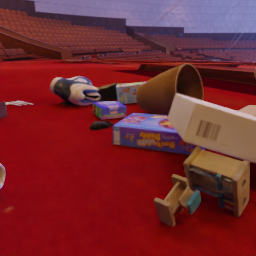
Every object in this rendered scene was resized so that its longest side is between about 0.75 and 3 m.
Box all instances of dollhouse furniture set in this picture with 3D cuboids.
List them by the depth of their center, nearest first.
[{"bbox_3d":[1.161,1.081,4.231,0.866,0.861,1.228,16,47,40],"label":"dollhouse furniture set"}]

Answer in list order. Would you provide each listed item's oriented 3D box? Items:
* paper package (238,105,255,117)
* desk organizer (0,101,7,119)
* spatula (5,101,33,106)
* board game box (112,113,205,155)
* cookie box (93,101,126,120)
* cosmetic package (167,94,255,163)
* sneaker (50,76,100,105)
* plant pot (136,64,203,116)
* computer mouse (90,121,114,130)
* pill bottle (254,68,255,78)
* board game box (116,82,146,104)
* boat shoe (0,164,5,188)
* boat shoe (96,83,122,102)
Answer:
[{"bbox_3d":[3.849,-0.063,7.675,1.583,0.819,1.509,11,20,36],"label":"paper package"},{"bbox_3d":[-4.785,-0.535,9.706,0.511,0.549,1.425,1,17,4],"label":"desk organizer"},{"bbox_3d":[-4.819,-1.066,12.327,1.183,0.095,0.822,12,15,33],"label":"spatula"},{"bbox_3d":[0.951,0.099,7.631,2.334,0.523,1.569,7,18,21],"label":"board game box"},{"bbox_3d":[-0.698,-0.667,10.252,0.958,0.421,1.120,-6,17,-21],"label":"cookie box"},{"bbox_3d":[2.380,0.113,5.624,2.912,0.752,2.196,17,9,-3],"label":"cosmetic package"},{"bbox_3d":[-1.920,-1.568,12.649,2.024,1.114,2.764,24,16,23],"label":"sneaker"},{"bbox_3d":[1.366,-1.214,10.158,2.048,1.908,1.908,-1,12,41],"label":"plant pot"},{"bbox_3d":[-0.861,-0.121,8.918,0.812,0.214,0.563,-13,22,-37],"label":"computer mouse"},{"bbox_3d":[10.336,-3.954,19.805,1.274,1.274,2.301,-16,23,-42],"label":"pill bottle"},{"bbox_3d":[0.257,-1.573,12.489,1.520,0.797,0.783,-6,16,-1],"label":"board game box"},{"bbox_3d":[-2.402,1.086,3.761,0.965,0.980,2.764,-4,10,-4],"label":"boat shoe"},{"bbox_3d":[-0.966,-1.724,13.295,2.104,0.796,0.777,-14,19,-42],"label":"boat shoe"}]
